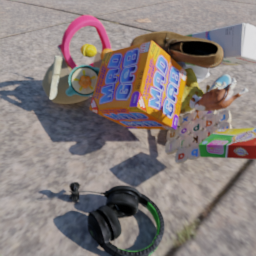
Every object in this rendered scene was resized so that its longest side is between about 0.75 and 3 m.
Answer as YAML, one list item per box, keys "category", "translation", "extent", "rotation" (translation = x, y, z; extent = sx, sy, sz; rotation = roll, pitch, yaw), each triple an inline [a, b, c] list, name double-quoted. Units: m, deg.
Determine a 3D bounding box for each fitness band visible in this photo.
- category: "fitness band"
  translation: [-1.482, -2.840, 9.952]
  extent: [1.750, 2.437, 0.456]
  rotation: [-36, 65, -5]

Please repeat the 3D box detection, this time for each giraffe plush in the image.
- category: "giraffe plush"
  translation: [1.762, -1.019, 9.752]
  extent: [1.512, 1.609, 1.865]
  rotation: [-20, 46, -24]

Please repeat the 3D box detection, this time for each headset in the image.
- category: "headset"
  translation: [-0.374, 2.017, 6.435]
  extent: [2.434, 1.144, 1.503]
  rotation: [31, 47, 15]

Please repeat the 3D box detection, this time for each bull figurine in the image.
- category: "bull figurine"
  translation: [2.032, -0.704, 6.517]
  extent: [0.923, 0.495, 1.521]
  rotation: [-36, 11, -4]

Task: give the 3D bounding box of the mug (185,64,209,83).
- category: "mug"
  translation: [2.941, -2.804, 12.748]
  extent: [1.785, 1.318, 1.565]
  rotation: [21, 26, -22]

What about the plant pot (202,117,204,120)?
- category: "plant pot"
  translation: [2.506, -0.002, 8.777]
  extent: [1.052, 1.052, 1.123]
  rotation: [2, 40, 2]

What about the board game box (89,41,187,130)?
- category: "board game box"
  translation: [0.347, -1.134, 8.516]
  extent: [1.920, 1.919, 1.919]
  rotation: [1, 73, 42]

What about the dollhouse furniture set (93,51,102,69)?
- category: "dollhouse furniture set"
  translation: [0.112, -1.793, 10.797]
  extent: [2.361, 1.540, 2.229]
  rotation: [28, 25, 20]

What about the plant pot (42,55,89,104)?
- category: "plant pot"
  translation: [-2.531, -1.653, 10.769]
  extent: [1.264, 1.883, 1.883]
  rotation: [-30, 39, 3]

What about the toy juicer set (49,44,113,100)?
- category: "toy juicer set"
  translation: [-1.516, -1.883, 9.413]
  extent: [2.702, 1.719, 0.735]
  rotation: [-10, 26, -5]

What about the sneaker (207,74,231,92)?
- category: "sneaker"
  translation: [2.736, -1.099, 8.699]
  extent: [0.551, 1.385, 0.904]
  rotation: [37, 9, 8]

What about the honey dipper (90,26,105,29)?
- category: "honey dipper"
  translation: [-1.379, -3.780, 10.361]
  extent: [1.129, 0.214, 0.214]
  rotation: [22, 41, 22]

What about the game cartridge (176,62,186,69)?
- category: "game cartridge"
  translation: [1.603, -2.118, 9.631]
  extent: [0.203, 0.992, 0.661]
  rotation: [-24, 84, -22]

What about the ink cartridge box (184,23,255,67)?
- category: "ink cartridge box"
  translation: [3.166, -2.644, 9.378]
  extent: [1.698, 0.985, 2.345]
  rotation: [-3, 7, -40]

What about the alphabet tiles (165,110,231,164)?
- category: "alphabet tiles"
  translation: [1.965, 0.146, 8.019]
  extent: [1.994, 0.146, 1.950]
  rotation: [-21, 35, 32]

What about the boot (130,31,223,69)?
- category: "boot"
  translation: [1.326, -2.451, 8.442]
  extent: [2.955, 1.088, 1.115]
  rotation: [12, 7, 21]

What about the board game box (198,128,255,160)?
- category: "board game box"
  translation: [2.569, 0.330, 6.330]
  extent: [1.550, 0.312, 1.186]
  rotation: [-2, 17, 40]
